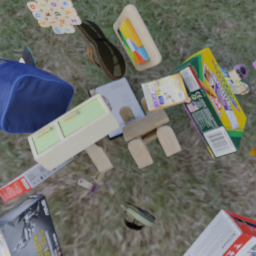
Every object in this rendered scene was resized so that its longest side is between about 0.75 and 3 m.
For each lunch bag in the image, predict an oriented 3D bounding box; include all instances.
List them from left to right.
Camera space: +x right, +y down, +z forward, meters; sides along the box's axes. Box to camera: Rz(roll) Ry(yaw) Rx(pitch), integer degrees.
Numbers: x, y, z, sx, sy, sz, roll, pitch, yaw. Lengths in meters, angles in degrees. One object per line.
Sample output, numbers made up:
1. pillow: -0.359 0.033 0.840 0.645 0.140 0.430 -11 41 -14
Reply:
1. lunch bag: -2.976 -0.938 8.141 1.694 2.561 1.740 30 100 25

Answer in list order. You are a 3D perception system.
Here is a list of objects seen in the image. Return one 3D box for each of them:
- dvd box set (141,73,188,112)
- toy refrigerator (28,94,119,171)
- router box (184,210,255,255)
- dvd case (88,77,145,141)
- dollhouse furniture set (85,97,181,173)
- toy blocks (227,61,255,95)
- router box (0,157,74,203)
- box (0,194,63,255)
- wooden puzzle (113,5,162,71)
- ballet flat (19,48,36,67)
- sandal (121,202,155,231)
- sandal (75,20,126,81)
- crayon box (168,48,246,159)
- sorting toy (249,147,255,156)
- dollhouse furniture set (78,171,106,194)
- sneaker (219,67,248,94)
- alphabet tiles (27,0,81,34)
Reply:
1. dvd box set: 0.965 -0.933 7.413 1.076 0.158 0.788 -17 76 5
2. toy refrigerator: -1.365 0.088 6.991 2.103 0.736 0.798 -32 53 -1
3. router box: 2.314 3.344 6.442 2.476 0.674 2.759 23 108 -28
4. dvd case: -0.447 -0.833 11.533 1.735 0.213 2.432 -22 69 -9
5. dollhouse furniture set: -0.099 -0.032 8.230 2.487 1.618 2.284 -26 28 5
6. toy blocks: 4.402 -1.555 8.168 1.597 1.897 1.773 -35 94 -31
7. router box: -2.724 1.377 8.365 0.435 1.598 1.781 58 37 -5
8. box: -2.234 2.616 6.317 0.427 1.400 1.768 -7 103 22
9. wooden puzzle: 0.181 -2.743 9.008 0.380 2.040 1.887 -32 102 -11
10. ballet flat: -3.310 -1.955 9.402 0.613 1.679 0.613 0 64 -1
11. sandal: 0.166 2.538 7.854 0.895 2.254 0.643 25 77 2
12. sandal: -1.079 -2.716 10.036 1.180 0.788 2.888 -19 66 -45
13. crayon box: 2.625 -0.897 8.820 2.858 0.833 2.466 59 37 -9
14. sorting toy: 3.749 1.267 7.804 0.703 0.698 2.028 29 57 -32
15. dollhouse furniture set: -1.213 1.490 8.830 0.625 0.698 0.880 34 80 -26
16. sneaker: 4.041 -2.107 11.781 2.011 0.761 1.056 13 67 7
17. alphabet tiles: -2.212 -3.463 8.446 1.468 1.500 0.110 2 61 20
